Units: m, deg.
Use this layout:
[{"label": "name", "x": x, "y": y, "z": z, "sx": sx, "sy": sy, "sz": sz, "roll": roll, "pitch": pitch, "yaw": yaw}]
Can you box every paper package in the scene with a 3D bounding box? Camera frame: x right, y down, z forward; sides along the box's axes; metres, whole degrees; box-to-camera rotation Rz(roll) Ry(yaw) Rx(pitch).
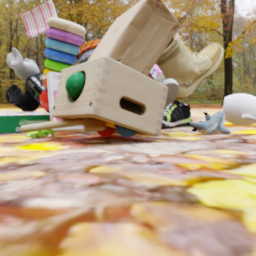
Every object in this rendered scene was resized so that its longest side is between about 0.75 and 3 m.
[{"label": "paper package", "x": -0.031, "y": -2.283, "z": 8.113, "sx": 1.233, "sy": 2.272, "sz": 2.384, "roll": 37, "pitch": -9, "yaw": -22}]

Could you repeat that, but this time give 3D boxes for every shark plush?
[{"label": "shark plush", "x": 2.363, "y": -0.165, "z": 8.623, "sx": 1.711, "sy": 0.712, "sz": 0.777, "roll": -2, "pitch": 6, "yaw": -25}]

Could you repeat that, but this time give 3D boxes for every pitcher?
[{"label": "pitcher", "x": 5.124, "y": -0.612, "z": 11.662, "sx": 2.235, "sy": 1.355, "sz": 1.917, "roll": 7, "pitch": 27, "yaw": 16}]

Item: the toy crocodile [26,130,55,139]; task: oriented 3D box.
[{"label": "toy crocodile", "x": -2.384, "y": 0.165, "z": 7.660, "sx": 0.311, "sy": 0.284, "sz": 0.921, "roll": 3, "pitch": 10, "yaw": 26}]

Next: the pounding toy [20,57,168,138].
[{"label": "pounding toy", "x": -0.865, "y": -0.466, "z": 7.060, "sx": 2.600, "sy": 1.848, "sz": 2.394, "roll": 18, "pitch": -11, "yaw": -38}]

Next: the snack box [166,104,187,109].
[{"label": "snack box", "x": 2.353, "y": -0.957, "z": 13.754, "sx": 1.003, "sy": 0.266, "sz": 0.713, "roll": 1, "pitch": 26, "yaw": 14}]

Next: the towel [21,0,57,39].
[{"label": "towel", "x": -3.066, "y": -3.768, "z": 9.766, "sx": 1.257, "sy": 0.920, "sz": 0.188, "roll": -20, "pitch": -1, "yaw": 14}]

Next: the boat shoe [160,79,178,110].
[{"label": "boat shoe", "x": 0.843, "y": -0.843, "z": 8.867, "sx": 0.786, "sy": 0.745, "sz": 2.248, "roll": 1, "pitch": -36, "yaw": -19}]

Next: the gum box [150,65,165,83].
[{"label": "gum box", "x": 1.057, "y": -1.864, "z": 12.563, "sx": 0.647, "sy": 1.955, "sz": 1.110, "roll": 16, "pitch": 27, "yaw": -25}]

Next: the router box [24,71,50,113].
[{"label": "router box", "x": -2.753, "y": -1.357, "z": 11.481, "sx": 1.767, "sy": 2.358, "sz": 0.733, "roll": -36, "pitch": -13, "yaw": -45}]

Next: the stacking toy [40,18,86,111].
[{"label": "stacking toy", "x": -2.371, "y": -2.011, "z": 9.371, "sx": 1.276, "sy": 2.989, "sz": 1.276, "roll": 16, "pitch": 11, "yaw": -3}]

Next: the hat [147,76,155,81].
[{"label": "hat", "x": 0.389, "y": -1.182, "z": 9.087, "sx": 0.907, "sy": 0.799, "sz": 0.751, "roll": 2, "pitch": -36, "yaw": 26}]

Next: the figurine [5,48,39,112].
[{"label": "figurine", "x": -4.219, "y": -1.833, "z": 11.028, "sx": 0.946, "sy": 2.197, "sz": 2.144, "roll": -1, "pitch": -4, "yaw": -3}]

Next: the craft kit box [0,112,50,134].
[{"label": "craft kit box", "x": -4.312, "y": -0.216, "z": 9.860, "sx": 2.894, "sy": 0.702, "sz": 2.858, "roll": -4, "pitch": 4, "yaw": -38}]

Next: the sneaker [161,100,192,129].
[{"label": "sneaker", "x": 1.641, "y": -0.560, "z": 11.006, "sx": 0.934, "sy": 1.078, "sz": 2.604, "roll": 4, "pitch": 7, "yaw": 41}]

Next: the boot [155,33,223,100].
[{"label": "boot", "x": 2.301, "y": -2.863, "z": 10.740, "sx": 2.979, "sy": 2.315, "sz": 1.084, "roll": -46, "pitch": 32, "yaw": -11}]

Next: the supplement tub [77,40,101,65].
[{"label": "supplement tub", "x": -0.874, "y": -1.600, "z": 10.231, "sx": 1.741, "sy": 2.841, "sz": 1.741, "roll": -11, "pitch": -8, "yaw": -2}]

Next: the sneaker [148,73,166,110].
[{"label": "sneaker", "x": 0.581, "y": -1.255, "z": 11.355, "sx": 1.116, "sy": 2.715, "sz": 1.057, "roll": 14, "pitch": 49, "yaw": 46}]

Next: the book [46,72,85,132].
[{"label": "book", "x": -1.878, "y": -0.799, "z": 8.810, "sx": 1.212, "sy": 1.814, "sz": 0.436, "roll": 1, "pitch": -13, "yaw": -38}]
